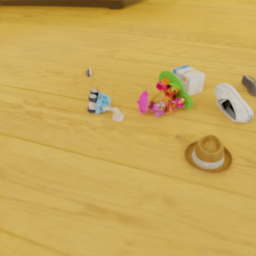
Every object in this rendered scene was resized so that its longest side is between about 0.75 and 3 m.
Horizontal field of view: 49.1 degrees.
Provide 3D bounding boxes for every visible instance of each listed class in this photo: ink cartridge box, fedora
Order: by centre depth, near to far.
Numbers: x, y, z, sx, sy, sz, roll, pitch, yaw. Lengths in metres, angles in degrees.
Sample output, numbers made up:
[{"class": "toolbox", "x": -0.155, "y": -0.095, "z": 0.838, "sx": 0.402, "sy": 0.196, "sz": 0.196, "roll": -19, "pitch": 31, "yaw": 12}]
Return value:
[{"class": "fedora", "x": 2.826, "y": 0.779, "z": 9.759, "sx": 1.782, "sy": 0.727, "sz": 1.782, "roll": 0, "pitch": 35, "yaw": 0}, {"class": "ink cartridge box", "x": 2.956, "y": -2.357, "z": 13.931, "sx": 0.965, "sy": 0.982, "sz": 1.334, "roll": -20, "pitch": 40, "yaw": -26}]

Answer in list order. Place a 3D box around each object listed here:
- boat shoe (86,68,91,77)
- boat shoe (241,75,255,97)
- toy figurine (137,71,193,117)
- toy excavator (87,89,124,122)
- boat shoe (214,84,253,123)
[{"class": "boat shoe", "x": -2.215, "y": -3.121, "z": 15.600, "sx": 0.266, "sy": 0.295, "sz": 0.835, "roll": -4, "pitch": 37, "yaw": -9}, {"class": "boat shoe", "x": 6.235, "y": -2.115, "z": 13.927, "sx": 0.601, "sy": 0.634, "sz": 1.673, "roll": 4, "pitch": 40, "yaw": -8}, {"class": "toy figurine", "x": 1.412, "y": -1.158, "z": 12.286, "sx": 1.991, "sy": 1.624, "sz": 2.163, "roll": -36, "pitch": 72, "yaw": -21}, {"class": "toy excavator", "x": -0.969, "y": -0.947, "z": 12.247, "sx": 1.606, "sy": 0.802, "sz": 1.562, "roll": 8, "pitch": 36, "yaw": -4}, {"class": "boat shoe", "x": 4.365, "y": -1.147, "z": 12.264, "sx": 0.852, "sy": 0.959, "sz": 2.607, "roll": -6, "pitch": 35, "yaw": -14}]
